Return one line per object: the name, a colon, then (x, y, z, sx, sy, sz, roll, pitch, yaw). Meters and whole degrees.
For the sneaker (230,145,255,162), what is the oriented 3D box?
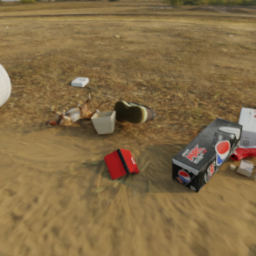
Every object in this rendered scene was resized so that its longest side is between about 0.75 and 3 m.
sneaker: (3.841, 0.906, 9.136, 1.141, 0.447, 0.659, 3, 35, 31)

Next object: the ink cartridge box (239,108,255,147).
ink cartridge box: (4.811, 0.122, 10.037, 1.672, 0.799, 1.905, 12, 31, 21)

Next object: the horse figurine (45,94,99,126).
horse figurine: (-2.197, -0.551, 11.038, 2.224, 1.474, 0.555, -24, 67, -15)

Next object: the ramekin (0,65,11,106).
ramekin: (-6.462, -1.637, 11.244, 2.968, 2.968, 1.382, 1, 38, 2)

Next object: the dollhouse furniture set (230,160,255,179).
dollhouse furniture set: (3.774, 1.050, 8.556, 1.025, 0.501, 0.874, 22, 34, 22)

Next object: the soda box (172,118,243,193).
soda box: (2.474, 0.723, 8.584, 0.954, 0.853, 2.695, 23, 44, 36)

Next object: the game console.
game console: (-0.202, 1.139, 8.642, 0.763, 0.526, 0.886, 14, 39, -44)

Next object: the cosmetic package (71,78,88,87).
cosmetic package: (-2.654, -2.529, 15.476, 0.643, 0.220, 0.853, 4, 29, 13)

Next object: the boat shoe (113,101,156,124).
boat shoe: (0.173, -0.541, 10.939, 0.785, 0.886, 2.421, 5, 10, -30)

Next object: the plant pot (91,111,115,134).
plant pot: (-0.878, -0.173, 10.557, 0.782, 0.693, 0.783, -6, 16, 9)
